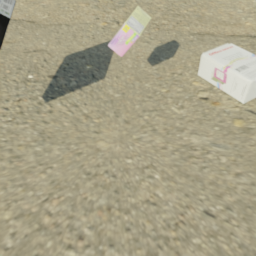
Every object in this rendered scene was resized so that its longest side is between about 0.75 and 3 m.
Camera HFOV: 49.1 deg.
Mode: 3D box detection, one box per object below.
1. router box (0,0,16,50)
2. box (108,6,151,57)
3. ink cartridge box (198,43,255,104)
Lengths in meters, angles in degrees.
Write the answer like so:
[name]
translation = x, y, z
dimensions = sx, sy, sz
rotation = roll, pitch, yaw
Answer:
[router box]
translation = -3.766, -2.041, 7.257
dimensions = 0.643, 1.936, 2.462
rotation = 22, 51, -32
[box]
translation = 0.052, -3.001, 8.738
dimensions = 0.572, 1.041, 1.184
rotation = 38, 50, -13
[ink cartridge box]
translation = 4.245, -2.220, 10.976
dimensions = 1.766, 1.034, 2.444
rotation = -24, 49, -24
